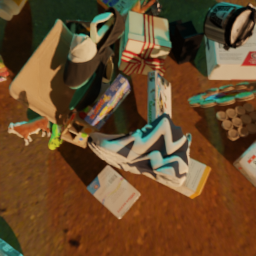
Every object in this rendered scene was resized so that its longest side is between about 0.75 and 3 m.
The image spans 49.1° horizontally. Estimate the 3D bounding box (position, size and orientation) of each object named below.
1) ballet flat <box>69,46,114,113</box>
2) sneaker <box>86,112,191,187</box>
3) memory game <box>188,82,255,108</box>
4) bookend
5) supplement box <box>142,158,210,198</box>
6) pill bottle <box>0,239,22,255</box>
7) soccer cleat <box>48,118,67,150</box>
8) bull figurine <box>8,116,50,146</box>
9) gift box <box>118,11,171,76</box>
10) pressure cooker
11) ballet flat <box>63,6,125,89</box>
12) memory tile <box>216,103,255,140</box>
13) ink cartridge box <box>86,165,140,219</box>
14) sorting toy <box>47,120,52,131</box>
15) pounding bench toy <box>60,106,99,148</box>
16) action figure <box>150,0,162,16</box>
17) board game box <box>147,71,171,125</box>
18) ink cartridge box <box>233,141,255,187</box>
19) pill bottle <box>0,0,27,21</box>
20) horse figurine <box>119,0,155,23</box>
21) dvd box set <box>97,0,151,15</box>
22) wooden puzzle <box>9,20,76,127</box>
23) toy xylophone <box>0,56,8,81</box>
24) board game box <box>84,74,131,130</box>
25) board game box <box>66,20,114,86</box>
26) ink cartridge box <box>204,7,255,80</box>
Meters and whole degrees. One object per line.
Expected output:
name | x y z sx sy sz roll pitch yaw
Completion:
ballet flat | -0.929 -1.491 8.489 0.932 0.927 2.725 30 60 -30
sneaker | 0.422 0.268 7.646 2.790 1.114 1.815 17 63 19
memory game | 2.963 -1.034 8.420 2.376 2.376 0.151 -17 104 -6
bookend | 1.977 -3.452 10.304 0.723 1.560 1.570 -19 71 -6
supplement box | 1.119 1.182 8.577 2.408 1.517 0.885 25 76 12
pill bottle | -3.563 3.870 8.115 1.359 0.773 0.773 31 73 10
soccer cleat | -2.441 0.180 9.567 0.525 0.406 1.255 3 60 29
bull figurine | -2.491 0.059 7.095 1.023 0.333 0.621 -20 111 -9
gift box | 0.558 -2.768 9.951 1.678 1.818 1.698 6 57 -8
pressure cooker | 3.194 -3.145 8.590 1.248 1.229 1.397 -29 44 -20
ballet flat | -1.061 -2.428 7.963 0.969 0.975 2.851 19 62 22
memory tile | 3.913 -0.226 9.705 1.536 0.129 1.177 -16 61 -15
ink cartridge box | -0.447 2.037 8.861 1.394 0.590 1.007 40 75 14
sorting toy | -2.794 -0.155 9.498 0.139 0.819 0.395 -15 52 1
pounding bench toy | -1.477 -0.318 9.060 0.873 1.096 1.405 26 35 -26
action figure | 1.072 -5.194 11.225 0.546 1.025 1.575 -4 57 4
board game box | 1.021 -0.717 9.019 0.333 1.213 1.922 -7 74 30
ink cartridge box | 5.151 1.398 9.068 2.168 0.670 2.673 -41 73 -13
pill bottle | -4.648 -5.149 11.262 0.879 0.879 1.570 20 71 7
horse figurine | 0.154 -4.249 10.338 0.597 2.392 1.585 35 61 -31
dvd box set | -0.128 -5.139 11.540 1.451 0.292 1.984 -43 76 -10
wooden puzzle | -2.161 -1.578 8.625 0.477 2.370 2.562 25 80 32
toy xylophone | -5.022 -2.167 10.503 0.913 0.313 1.247 -25 72 -8
board game box | -0.532 -0.673 7.820 0.265 1.042 1.540 38 87 10
board game box | -1.377 -2.418 9.883 1.707 0.355 2.524 5 100 -2
ink cartridge box | 3.919 -3.148 10.442 1.844 1.070 2.555 1 70 0
